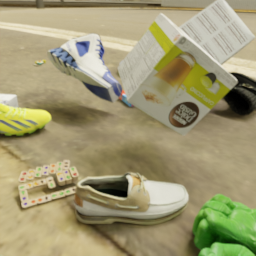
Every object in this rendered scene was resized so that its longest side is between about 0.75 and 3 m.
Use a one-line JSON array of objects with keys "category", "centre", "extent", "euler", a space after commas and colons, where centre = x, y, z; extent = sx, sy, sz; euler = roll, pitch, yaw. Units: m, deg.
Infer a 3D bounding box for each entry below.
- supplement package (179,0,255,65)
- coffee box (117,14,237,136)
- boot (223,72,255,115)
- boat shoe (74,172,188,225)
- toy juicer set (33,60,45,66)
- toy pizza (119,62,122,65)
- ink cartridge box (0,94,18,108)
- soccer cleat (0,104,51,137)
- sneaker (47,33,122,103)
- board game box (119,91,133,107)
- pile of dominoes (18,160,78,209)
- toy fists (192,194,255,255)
[{"category": "supplement package", "centre": [2.356, -2.567, 9.372], "extent": [2.308, 1.697, 2.207], "euler": [-37, -2, -11]}, {"category": "coffee box", "centre": [0.987, -1.188, 6.331], "extent": [1.710, 1.694, 1.713], "euler": [29, 25, -27]}, {"category": "boot", "centre": [3.718, -1.263, 9.721], "extent": [1.676, 0.843, 2.241], "euler": [-20, 34, -33]}, {"category": "boat shoe", "centre": [0.093, 1.246, 5.117], "extent": [2.142, 0.732, 0.800], "euler": [-5, 28, -9]}, {"category": "toy juicer set", "centre": [-4.597, -3.349, 14.343], "extent": [0.484, 0.207, 0.761], "euler": [6, 29, 11]}, {"category": "toy pizza", "centre": [0.920, -2.829, 13.137], "extent": [2.665, 0.422, 2.665], "euler": [1, 27, -1]}, {"category": "ink cartridge box", "centre": [-4.754, -0.723, 9.064], "extent": [1.976, 0.497, 1.076], "euler": [5, 28, 7]}, {"category": "soccer cleat", "centre": [-3.423, -0.316, 7.758], "extent": [2.426, 1.015, 0.784], "euler": [-5, 28, -9]}, {"category": "sneaker", "centre": [-1.174, -2.254, 9.277], "extent": [2.862, 1.156, 1.653], "euler": [35, 73, 19]}, {"category": "board game box", "centre": [0.399, -1.159, 10.164], "extent": [1.260, 0.254, 0.964], "euler": [-14, 31, -24]}, {"category": "pile of dominoes", "centre": [-1.646, 1.065, 5.763], "extent": [1.191, 0.190, 0.929], "euler": [-12, 45, -24]}, {"category": "toy fists", "centre": [1.500, 1.818, 4.050], "extent": [1.112, 0.750, 2.182], "euler": [5, 30, 11]}]
